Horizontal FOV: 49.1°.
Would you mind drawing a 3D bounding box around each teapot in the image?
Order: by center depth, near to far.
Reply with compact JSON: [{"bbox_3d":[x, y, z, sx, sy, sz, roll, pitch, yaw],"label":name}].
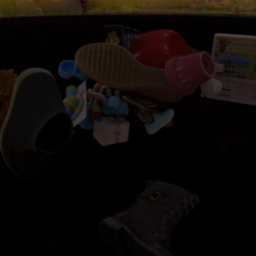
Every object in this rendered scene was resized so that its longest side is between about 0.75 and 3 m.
[{"bbox_3d":[2.772,-1.318,9.559,0.759,0.561,0.768,22,-6,36],"label":"teapot"}]

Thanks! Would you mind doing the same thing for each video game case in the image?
[{"bbox_3d":[4.769,-2.255,11.170,2.944,2.680,0.337,13,31,24],"label":"video game case"}]

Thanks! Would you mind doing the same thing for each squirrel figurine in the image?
[{"bbox_3d":[-3.896,-0.740,8.878,1.979,2.120,1.500,1,21,23],"label":"squirrel figurine"}]

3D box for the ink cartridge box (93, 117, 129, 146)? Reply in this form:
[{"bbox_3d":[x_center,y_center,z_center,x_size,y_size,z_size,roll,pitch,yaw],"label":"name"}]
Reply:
[{"bbox_3d":[-0.530,0.066,8.793,0.916,0.662,0.674,-9,30,-32],"label":"ink cartridge box"}]

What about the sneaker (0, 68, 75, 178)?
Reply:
[{"bbox_3d":[-2.047,0.390,6.059,1.119,2.992,1.589,-5,43,-32],"label":"sneaker"}]

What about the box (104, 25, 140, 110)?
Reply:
[{"bbox_3d":[-0.146,-1.997,9.688,0.642,2.792,2.219,4,16,16],"label":"box"}]

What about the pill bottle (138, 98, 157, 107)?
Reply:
[{"bbox_3d":[0.722,-1.638,9.638,0.973,1.782,0.973,-3,48,4],"label":"pill bottle"}]

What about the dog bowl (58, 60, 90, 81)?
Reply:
[{"bbox_3d":[-1.411,-1.551,7.472,0.903,0.224,0.503,5,68,-5],"label":"dog bowl"}]

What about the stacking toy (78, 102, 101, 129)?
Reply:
[{"bbox_3d":[-1.656,-0.467,9.413,0.817,0.864,1.488,-6,10,-43],"label":"stacking toy"}]

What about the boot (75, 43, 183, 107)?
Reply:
[{"bbox_3d":[0.045,-1.219,7.786,2.934,1.062,2.441,15,-8,-3],"label":"boot"}]

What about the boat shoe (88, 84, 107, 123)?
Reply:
[{"bbox_3d":[-0.918,-0.721,8.653,0.456,1.280,0.400,-1,20,-46],"label":"boat shoe"}]

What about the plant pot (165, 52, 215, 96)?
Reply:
[{"bbox_3d":[1.421,-1.250,6.212,0.823,0.919,0.919,-18,9,44],"label":"plant pot"}]

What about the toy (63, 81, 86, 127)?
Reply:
[{"bbox_3d":[-1.643,-0.615,7.692,1.056,0.433,1.834,-37,32,20],"label":"toy"}]

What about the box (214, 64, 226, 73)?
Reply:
[{"bbox_3d":[2.389,-1.863,8.484,0.689,0.217,1.251,7,14,-5],"label":"box"}]

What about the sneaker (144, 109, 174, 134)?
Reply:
[{"bbox_3d":[0.995,-0.294,9.026,1.125,0.461,0.416,-42,33,-12],"label":"sneaker"}]

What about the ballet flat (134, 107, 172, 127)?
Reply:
[{"bbox_3d":[0.827,-0.360,9.915,0.599,0.599,1.694,-19,37,-32],"label":"ballet flat"}]

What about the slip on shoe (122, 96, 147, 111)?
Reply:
[{"bbox_3d":[0.198,-0.798,8.402,0.815,0.247,0.310,25,-3,-17],"label":"slip on shoe"}]

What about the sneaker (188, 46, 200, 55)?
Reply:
[{"bbox_3d":[2.471,-2.696,11.657,2.084,1.107,0.780,41,67,13],"label":"sneaker"}]

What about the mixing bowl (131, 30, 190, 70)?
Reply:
[{"bbox_3d":[1.258,-2.331,9.074,1.144,2.113,2.113,-20,7,46],"label":"mixing bowl"}]

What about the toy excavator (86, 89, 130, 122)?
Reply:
[{"bbox_3d":[-0.591,-0.735,8.284,1.079,1.109,0.554,1,52,27],"label":"toy excavator"}]

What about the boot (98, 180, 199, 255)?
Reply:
[{"bbox_3d":[0.751,1.816,5.391,2.272,0.787,1.978,22,35,40],"label":"boot"}]
